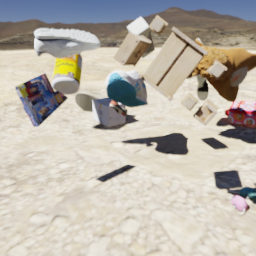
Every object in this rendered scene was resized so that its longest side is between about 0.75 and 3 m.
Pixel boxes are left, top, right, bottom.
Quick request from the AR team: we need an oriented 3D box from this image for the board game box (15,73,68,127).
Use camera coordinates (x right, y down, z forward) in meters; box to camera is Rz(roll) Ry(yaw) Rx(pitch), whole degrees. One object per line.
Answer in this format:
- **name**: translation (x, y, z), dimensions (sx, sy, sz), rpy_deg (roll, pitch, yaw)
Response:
- **board game box**: translation (-2.071, -0.738, 6.891), dimensions (0.329, 1.066, 1.065), rpy_deg (-3, 26, 48)

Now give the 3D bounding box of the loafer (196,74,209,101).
- **loafer**: translation (3.092, -1.659, 11.549), dimensions (0.514, 0.456, 1.352), rpy_deg (-6, 61, 25)

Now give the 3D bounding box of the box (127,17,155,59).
- **box**: translation (0.392, -2.530, 7.989), dimensions (0.502, 0.418, 1.222), rpy_deg (-35, -20, 3)

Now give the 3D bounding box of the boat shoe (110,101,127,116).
- **boat shoe**: translation (-0.324, -0.602, 9.269), dimensions (0.272, 0.764, 0.239), rpy_deg (3, 58, 43)

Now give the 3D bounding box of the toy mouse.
- **toy mouse**: translation (2.942, 1.736, 6.963), dimensions (1.314, 0.254, 1.168), rpy_deg (-13, 24, -30)

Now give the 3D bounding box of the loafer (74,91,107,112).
- **loafer**: translation (-1.493, -1.281, 14.079), dimensions (2.475, 0.936, 0.845), rpy_deg (15, 23, 13)

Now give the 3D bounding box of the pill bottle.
- **pill bottle**: translation (-2.357, -2.345, 11.020), dimensions (1.056, 1.056, 1.932), rpy_deg (0, 62, 0)

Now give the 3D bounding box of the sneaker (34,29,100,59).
- **sneaker**: translation (-1.810, -2.476, 8.416), dimensions (1.921, 0.773, 0.734), rpy_deg (2, 36, -11)

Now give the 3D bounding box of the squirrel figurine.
- **squirrel figurine**: translation (2.781, -2.300, 9.707), dimensions (2.526, 1.788, 2.358), rpy_deg (4, 32, -38)

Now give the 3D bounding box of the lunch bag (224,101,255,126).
- **lunch bag**: translation (5.287, -0.696, 12.706), dimensions (1.729, 0.804, 1.963), rpy_deg (5, 20, 26)

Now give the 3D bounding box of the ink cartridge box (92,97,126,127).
- **ink cartridge box**: translation (-0.848, -0.729, 12.443), dimensions (0.959, 0.942, 1.302), rpy_deg (-15, 26, -34)

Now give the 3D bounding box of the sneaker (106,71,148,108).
- **sneaker**: translation (-0.058, -1.357, 8.873), dimensions (0.945, 0.998, 2.471), rpy_deg (-9, -12, 17)

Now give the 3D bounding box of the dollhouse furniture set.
- **dollhouse furniture set**: translation (0.980, -1.158, 5.491), dimensions (2.170, 1.125, 0.961), rpy_deg (39, 20, 5)
